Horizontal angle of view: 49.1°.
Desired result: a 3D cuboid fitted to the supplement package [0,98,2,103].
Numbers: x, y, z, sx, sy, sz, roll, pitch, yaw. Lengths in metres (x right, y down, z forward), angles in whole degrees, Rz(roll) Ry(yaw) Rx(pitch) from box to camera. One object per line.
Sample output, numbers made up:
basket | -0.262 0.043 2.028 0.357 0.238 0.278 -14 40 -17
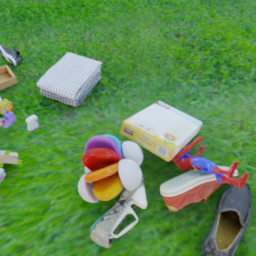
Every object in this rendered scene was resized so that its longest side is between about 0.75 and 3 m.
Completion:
supplement package | -6.215 -0.837 11.124 1.186 1.201 1.981 27 56 21

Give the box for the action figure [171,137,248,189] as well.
action figure | 2.562 0.913 9.141 1.444 0.952 2.917 -53 28 -19

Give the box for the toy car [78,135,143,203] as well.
toy car | -0.709 1.078 8.759 1.997 1.711 2.282 -23 25 18

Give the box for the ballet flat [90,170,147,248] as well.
ballet flat | -0.036 2.500 8.596 0.991 0.892 2.631 23 59 30

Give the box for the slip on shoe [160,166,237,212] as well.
slip on shoe | 2.366 1.905 9.172 2.906 0.889 1.077 -16 10 -24

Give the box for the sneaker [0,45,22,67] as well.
sneaker | -5.801 -3.663 13.882 0.754 0.553 1.666 -34 62 -28

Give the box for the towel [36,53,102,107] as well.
towel | -2.489 -2.118 12.328 1.984 1.026 2.396 20 55 17

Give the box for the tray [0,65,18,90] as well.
tray | -6.260 -1.981 12.584 2.217 0.411 1.093 -30 56 -23

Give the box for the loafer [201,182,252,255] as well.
loafer | 3.122 2.701 8.334 1.068 1.061 2.935 22 54 17

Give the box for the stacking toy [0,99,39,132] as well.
stacking toy | -4.939 -0.033 10.612 1.913 0.596 2.537 26 45 24

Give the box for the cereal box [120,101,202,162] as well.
cereal box | 1.290 -0.011 10.241 2.017 0.554 2.803 30 33 22

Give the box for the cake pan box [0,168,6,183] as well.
cake pan box | -5.318 1.869 9.274 1.873 0.490 1.725 21 55 5

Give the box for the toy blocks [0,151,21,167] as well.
toy blocks | -4.417 1.013 9.919 1.165 0.582 0.796 8 4 -26
